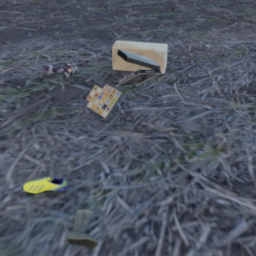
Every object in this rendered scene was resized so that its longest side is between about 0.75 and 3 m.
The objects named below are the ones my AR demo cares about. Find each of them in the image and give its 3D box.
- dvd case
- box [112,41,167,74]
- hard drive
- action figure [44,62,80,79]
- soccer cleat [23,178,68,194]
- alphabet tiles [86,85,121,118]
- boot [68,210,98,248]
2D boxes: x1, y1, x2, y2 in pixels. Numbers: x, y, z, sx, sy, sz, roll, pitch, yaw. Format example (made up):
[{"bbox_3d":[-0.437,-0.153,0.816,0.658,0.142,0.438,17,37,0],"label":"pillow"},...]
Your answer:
[{"bbox_3d":[0.391,-1.975,11.027,1.260,0.207,1.676,-21,-2,35],"label":"dvd case"},{"bbox_3d":[0.655,-3.889,15.386,2.889,1.372,1.123,6,37,10],"label":"box"},{"bbox_3d":[0.398,-2.627,10.844,1.487,0.244,1.037,8,25,-28],"label":"hard drive"},{"bbox_3d":[-3.510,-3.094,14.948,1.830,0.635,1.190,-2,29,-8],"label":"action figure"},{"bbox_3d":[-2.460,1.660,8.355,1.314,0.550,0.425,-1,36,-1],"label":"soccer cleat"},{"bbox_3d":[-1.090,-1.211,11.599,1.452,0.055,1.214,32,89,34],"label":"alphabet tiles"},{"bbox_3d":[-1.080,2.602,7.304,0.844,0.337,0.928,8,30,8],"label":"boot"}]
